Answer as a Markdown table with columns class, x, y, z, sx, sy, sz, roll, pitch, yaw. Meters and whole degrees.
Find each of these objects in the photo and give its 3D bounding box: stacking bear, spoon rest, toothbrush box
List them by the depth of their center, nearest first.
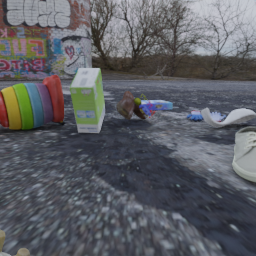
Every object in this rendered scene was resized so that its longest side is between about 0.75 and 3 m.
| class | x | y | z | sx | sy | sz | roll | pitch | yaw |
| --- | --- | --- | --- | --- | --- | --- | --- | --- | --- |
| toothbrush box | -1.086 | -0.765 | 7.832 | 0.645 | 1.498 | 1.091 | 0 | 39 | 7 |
| stacking bear | -3.302 | -0.623 | 8.130 | 2.558 | 1.454 | 1.553 | -13 | 10 | -26 |
| spoon rest | 3.153 | -0.297 | 8.722 | 1.783 | 0.540 | 0.886 | 1 | -17 | -17 |

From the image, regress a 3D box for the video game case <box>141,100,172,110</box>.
| class | x | y | z | sx | sy | sz | roll | pitch | yaw |
| --- | --- | --- | --- | --- | --- | --- | --- | --- | --- |
| video game case | 1.131 | -1.062 | 12.904 | 1.429 | 0.325 | 1.296 | -3 | 13 | -16 |

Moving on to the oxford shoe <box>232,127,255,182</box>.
| class | x | y | z | sx | sy | sz | roll | pitch | yaw |
| --- | --- | --- | --- | --- | --- | --- | --- | --- | --- |
| oxford shoe | 2.309 | 0.429 | 5.048 | 0.809 | 0.622 | 2.153 | 6 | 15 | 14 |

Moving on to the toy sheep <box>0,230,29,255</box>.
| class | x | y | z | sx | sy | sz | roll | pitch | yaw |
| --- | --- | --- | --- | --- | --- | --- | --- | --- | --- |
| toy sheep | -0.984 | 1.087 | 1.727 | 0.690 | 0.690 | 1.000 | 6 | 4 | 28 |

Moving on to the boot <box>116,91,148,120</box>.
| class | x | y | z | sx | sy | sz | roll | pitch | yaw |
| --- | --- | --- | --- | --- | --- | --- | --- | --- | --- |
| boot | 0.150 | -0.529 | 9.289 | 0.430 | 1.248 | 1.339 | -37 | 15 | 22 |

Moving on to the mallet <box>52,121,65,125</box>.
| class | x | y | z | sx | sy | sz | roll | pitch | yaw |
| --- | --- | --- | --- | --- | --- | --- | --- | --- | --- |
| mallet | -2.673 | -0.267 | 9.273 | 1.351 | 0.278 | 0.445 | 21 | 41 | 35 |

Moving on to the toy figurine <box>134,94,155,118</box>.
| class | x | y | z | sx | sy | sz | roll | pitch | yaw |
| --- | --- | --- | --- | --- | --- | --- | --- | --- | --- |
| toy figurine | 0.586 | -0.679 | 9.218 | 0.449 | 0.852 | 0.510 | -36 | 12 | 5 |

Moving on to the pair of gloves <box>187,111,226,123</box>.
| class | x | y | z | sx | sy | sz | roll | pitch | yaw |
| --- | --- | --- | --- | --- | --- | --- | --- | --- | --- |
| pair of gloves | 2.762 | -0.417 | 9.879 | 1.327 | 0.151 | 1.067 | 4 | 20 | 14 |
